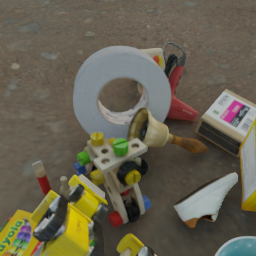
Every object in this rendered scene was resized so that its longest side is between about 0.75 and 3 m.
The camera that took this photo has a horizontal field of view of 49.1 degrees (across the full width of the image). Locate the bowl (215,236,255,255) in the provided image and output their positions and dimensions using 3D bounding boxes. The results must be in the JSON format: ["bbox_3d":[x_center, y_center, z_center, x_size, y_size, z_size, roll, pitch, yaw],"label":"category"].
[{"bbox_3d":[1.860,2.541,4.353,1.491,0.780,1.491,3,58,-5],"label":"bowl"}]

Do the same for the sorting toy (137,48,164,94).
[{"bbox_3d":[0.719,-1.749,8.497,1.176,1.271,0.232,-19,14,-36],"label":"sorting toy"}]

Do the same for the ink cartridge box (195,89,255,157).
[{"bbox_3d":[2.711,-0.174,7.320,1.281,0.584,1.555,34,53,19],"label":"ink cartridge box"}]

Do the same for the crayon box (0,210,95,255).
[{"bbox_3d":[-1.658,2.263,4.874,2.067,0.525,1.312,11,41,14],"label":"crayon box"}]

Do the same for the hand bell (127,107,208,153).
[{"bbox_3d":[1.060,0.275,6.495,1.943,1.012,1.012,16,40,-22],"label":"hand bell"}]

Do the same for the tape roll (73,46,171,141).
[{"bbox_3d":[-0.159,-0.742,6.704,2.274,2.274,0.751,-6,28,-6],"label":"tape roll"}]

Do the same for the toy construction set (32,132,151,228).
[{"bbox_3d":[-0.656,0.739,5.499,2.385,1.832,1.989,-7,47,-6],"label":"toy construction set"}]

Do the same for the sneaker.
[{"bbox_3d":[1.711,1.488,5.743,1.560,0.568,0.661,-27,79,-18],"label":"sneaker"}]

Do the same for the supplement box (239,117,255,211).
[{"bbox_3d":[3.012,0.499,4.885,1.503,2.745,1.494,4,63,11],"label":"supplement box"}]

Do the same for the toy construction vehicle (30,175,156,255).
[{"bbox_3d":[-0.373,1.702,3.876,2.212,2.541,0.895,41,87,-11],"label":"toy construction vehicle"}]

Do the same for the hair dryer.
[{"bbox_3d":[1.172,-1.112,7.749,1.729,0.617,2.270,-31,89,8],"label":"hair dryer"}]
